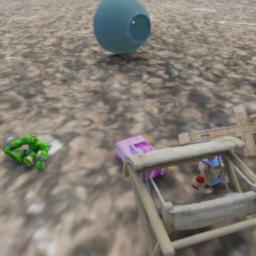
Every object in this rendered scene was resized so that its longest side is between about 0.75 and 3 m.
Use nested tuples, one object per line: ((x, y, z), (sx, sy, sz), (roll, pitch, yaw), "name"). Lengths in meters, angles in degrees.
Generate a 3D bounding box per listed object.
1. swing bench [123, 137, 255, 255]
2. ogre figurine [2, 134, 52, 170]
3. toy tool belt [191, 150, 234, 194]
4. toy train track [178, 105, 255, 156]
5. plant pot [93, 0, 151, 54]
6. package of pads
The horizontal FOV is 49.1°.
((1.210, 1.156, 5.164), (2.144, 1.398, 2.155), (-10, 53, -12), "swing bench")
((-2.610, 0.584, 7.425), (1.296, 0.636, 0.777), (5, 47, 34), "ogre figurine")
((2.008, 0.914, 6.544), (1.258, 0.773, 0.786), (-15, 39, -37), "toy tool belt")
((2.644, 0.097, 7.606), (2.512, 0.409, 1.441), (-10, 70, 7), "toy train track")
((0.015, -5.122, 14.134), (2.973, 2.973, 2.002), (-20, 33, -29), "plant pot")
((0.296, 0.755, 7.195), (0.816, 0.513, 1.355), (-17, 36, -22), "package of pads")
